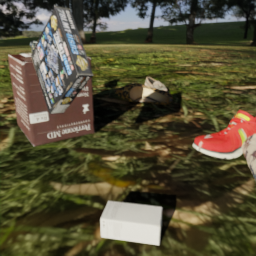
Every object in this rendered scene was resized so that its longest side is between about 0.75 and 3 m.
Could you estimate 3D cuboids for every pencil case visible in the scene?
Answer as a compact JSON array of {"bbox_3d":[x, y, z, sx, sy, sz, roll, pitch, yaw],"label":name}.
[{"bbox_3d":[3.561,0.896,6.924,1.039,0.904,2.323,-11,18,15],"label":"pencil case"}]

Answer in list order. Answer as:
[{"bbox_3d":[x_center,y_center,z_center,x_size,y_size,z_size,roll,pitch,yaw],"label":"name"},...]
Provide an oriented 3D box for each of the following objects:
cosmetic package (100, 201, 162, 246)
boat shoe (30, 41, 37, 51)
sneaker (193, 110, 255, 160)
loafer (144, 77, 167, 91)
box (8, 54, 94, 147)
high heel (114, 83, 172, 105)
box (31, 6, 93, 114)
[{"bbox_3d":[0.078,1.769,5.266,1.090,0.462,0.586,5,20,12],"label":"cosmetic package"},{"bbox_3d":[-3.669,-3.090,11.395,0.500,0.642,1.415,-24,36,-23],"label":"boat shoe"},{"bbox_3d":[3.217,0.100,8.494,2.971,1.262,1.144,-10,23,-24],"label":"sneaker"},{"bbox_3d":[1.526,-2.435,15.996,0.721,0.631,2.006,-10,23,-25],"label":"loafer"},{"bbox_3d":[-2.667,-1.177,9.800,2.247,2.708,2.224,-14,25,-30],"label":"box"},{"bbox_3d":[0.757,-1.576,13.263,2.569,0.917,1.831,2,13,-20],"label":"high heel"},{"bbox_3d":[-1.463,-1.355,5.920,0.402,1.618,1.605,-8,-20,-41],"label":"box"}]
